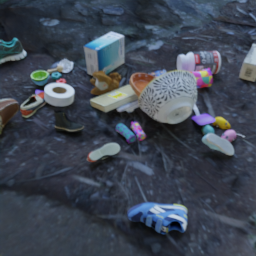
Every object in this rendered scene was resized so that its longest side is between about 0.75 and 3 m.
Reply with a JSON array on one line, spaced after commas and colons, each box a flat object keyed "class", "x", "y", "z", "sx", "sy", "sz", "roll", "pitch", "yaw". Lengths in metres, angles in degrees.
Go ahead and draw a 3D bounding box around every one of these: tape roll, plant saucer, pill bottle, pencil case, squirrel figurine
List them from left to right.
[{"class": "tape roll", "x": -3.126, "y": -1.519, "z": 12.719, "sx": 1.329, "sy": 0.465, "sz": 1.329, "roll": 8, "pitch": 36, "yaw": -6}, {"class": "squirrel figurine", "x": -1.101, "y": -2.284, "z": 13.563, "sx": 1.470, "sy": 1.040, "sz": 1.372, "roll": 6, "pitch": 30, "yaw": -15}, {"class": "pencil case", "x": -0.106, "y": 0.214, "z": 11.051, "sx": 0.416, "sy": 0.383, "sz": 0.901, "roll": -36, "pitch": 53, "yaw": -18}, {"class": "pencil case", "x": 0.389, "y": 0.123, "z": 11.176, "sx": 0.376, "sy": 0.376, "sz": 0.850, "roll": -16, "pitch": 44, "yaw": -17}, {"class": "plant saucer", "x": 1.139, "y": -1.571, "z": 12.239, "sx": 2.390, "sy": 0.386, "sz": 2.390, "roll": 20, "pitch": 34, "yaw": -14}, {"class": "pencil case", "x": 2.978, "y": -2.313, "z": 13.478, "sx": 2.122, "sy": 0.938, "sz": 0.938, "roll": -9, "pitch": 43, "yaw": -11}, {"class": "pill bottle", "x": 3.593, "y": -3.303, "z": 14.378, "sx": 1.988, "sy": 1.152, "sz": 1.152, "roll": -5, "pitch": 42, "yaw": -5}]

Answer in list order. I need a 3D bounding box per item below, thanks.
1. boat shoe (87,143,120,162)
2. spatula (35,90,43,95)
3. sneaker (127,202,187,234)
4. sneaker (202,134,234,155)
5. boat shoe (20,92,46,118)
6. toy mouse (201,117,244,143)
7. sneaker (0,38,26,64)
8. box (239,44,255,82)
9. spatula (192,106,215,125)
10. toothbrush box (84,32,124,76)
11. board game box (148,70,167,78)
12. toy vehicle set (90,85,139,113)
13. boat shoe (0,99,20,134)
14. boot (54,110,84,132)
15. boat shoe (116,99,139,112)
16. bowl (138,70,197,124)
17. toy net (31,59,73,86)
[{"class": "boat shoe", "x": -0.900, "y": 0.915, "z": 10.250, "sx": 1.288, "sy": 0.403, "sz": 0.458, "roll": -22, "pitch": 78, "yaw": -30}, {"class": "spatula", "x": -3.759, "y": -1.678, "z": 13.338, "sx": 1.268, "sy": 0.130, "sz": 0.358, "roll": -2, "pitch": 42, "yaw": -3}, {"class": "sneaker", "x": 0.862, "y": 2.651, "z": 8.164, "sx": 1.799, "sy": 0.665, "sz": 0.740, "roll": 1, "pitch": 44, "yaw": 2}, {"class": "sneaker", "x": 3.317, "y": 0.628, "z": 10.393, "sx": 1.298, "sy": 0.532, "sz": 0.480, "roll": 33, "pitch": 65, "yaw": -12}, {"class": "boat shoe", "x": -4.183, "y": -1.164, "z": 12.472, "sx": 0.611, "sy": 0.537, "sz": 1.715, "roll": 13, "pitch": 42, "yaw": 16}, {"class": "toy mouse", "x": 3.604, "y": 0.146, "z": 11.144, "sx": 1.849, "sy": 0.358, "sz": 1.643, "roll": 26, "pitch": 48, "yaw": 26}, {"class": "sneaker", "x": -7.036, "y": -4.211, "z": 15.353, "sx": 2.610, "sy": 1.190, "sz": 1.012, "roll": -25, "pitch": 47, "yaw": -24}, {"class": "box", "x": 6.589, "y": -3.449, "z": 14.695, "sx": 0.807, "sy": 0.970, "sz": 2.360, "roll": 20, "pitch": 45, "yaw": 21}, {"class": "spatula", "x": 2.876, "y": -0.944, "z": 12.351, "sx": 0.795, "sy": 0.289, "sz": 2.814, "roll": -13, "pitch": 41, "yaw": -9}, {"class": "toothbrush box", "x": -1.182, "y": -3.812, "z": 14.611, "sx": 0.927, "sy": 1.591, "sz": 2.173, "roll": 27, "pitch": 49, "yaw": 27}, {"class": "board game box", "x": 1.543, "y": -2.572, "z": 14.209, "sx": 0.938, "sy": 0.290, "sz": 0.939, "roll": -7, "pitch": 43, "yaw": -6}, {"class": "toy vehicle set", "x": -0.454, "y": -1.355, "z": 12.546, "sx": 2.169, "sy": 0.288, "sz": 1.348, "roll": -25, "pitch": 29, "yaw": -25}, {"class": "boat shoe", "x": -5.353, "y": -0.017, "z": 10.891, "sx": 1.055, "sy": 1.113, "sz": 2.939, "roll": 29, "pitch": 59, "yaw": 24}, {"class": "boot", "x": -2.392, "y": -0.287, "z": 11.167, "sx": 1.189, "sy": 0.823, "sz": 0.461, "roll": 1, "pitch": 23, "yaw": 6}, {"class": "boat shoe", "x": 0.099, "y": -0.900, "z": 12.241, "sx": 1.306, "sy": 0.427, "sz": 0.481, "roll": -25, "pitch": 23, "yaw": -24}, {"class": "bowl", "x": 1.769, "y": -0.932, "z": 10.979, "sx": 2.495, "sy": 2.495, "sz": 1.171, "roll": -13, "pitch": 57, "yaw": -14}, {"class": "toy net", "x": -3.588, "y": -2.881, "z": 14.364, "sx": 1.474, "sy": 0.543, "sz": 2.810, "roll": 18, "pitch": 45, "yaw": 19}]
